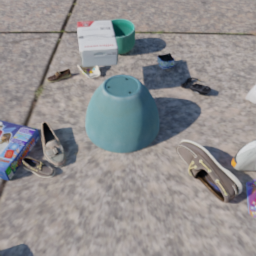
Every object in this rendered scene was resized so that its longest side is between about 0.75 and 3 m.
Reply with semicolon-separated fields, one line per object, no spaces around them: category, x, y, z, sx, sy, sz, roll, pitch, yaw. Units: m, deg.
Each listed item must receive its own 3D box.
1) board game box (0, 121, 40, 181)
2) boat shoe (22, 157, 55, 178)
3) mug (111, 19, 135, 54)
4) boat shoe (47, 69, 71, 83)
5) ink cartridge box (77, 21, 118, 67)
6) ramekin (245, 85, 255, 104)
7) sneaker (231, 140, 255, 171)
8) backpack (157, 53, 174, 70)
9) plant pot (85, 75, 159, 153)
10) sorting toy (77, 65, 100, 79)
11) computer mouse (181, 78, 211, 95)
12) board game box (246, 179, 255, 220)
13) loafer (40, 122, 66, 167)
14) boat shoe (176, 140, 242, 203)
board game box;-4.785;0.540;9.461;2.893;0.499;1.958;13;47;12
boat shoe;-2.862;1.237;8.890;1.156;0.344;0.415;18;48;17
mug;-0.562;-4.487;13.867;1.917;1.185;1.575;35;62;27
boat shoe;-3.075;-2.350;12.383;1.119;0.403;0.404;-19;48;-18
ink cartridge box;-1.166;-3.159;10.456;1.352;0.763;1.842;-5;52;-8
ramekin;5.197;-1.402;11.055;1.067;1.067;0.497;-32;67;-28
sneaker;4.713;1.054;8.608;2.915;1.103;1.341;-8;50;-6
backpack;1.763;-3.025;12.908;0.715;0.574;0.782;-11;36;-10
plant pot;-0.197;-0.743;9.801;2.737;1.844;2.737;0;45;0
sorting toy;-1.681;-2.544;12.581;0.917;0.490;0.826;-23;58;-23
computer mouse;2.965;-1.750;11.906;1.292;0.297;0.907;20;47;28
board game box;4.134;2.064;8.106;1.242;0.306;1.572;9;46;9
loafer;-2.607;0.520;9.433;0.656;0.574;1.825;-20;49;-19
boat shoe;2.286;1.279;8.531;0.703;0.848;2.362;-28;57;-29
